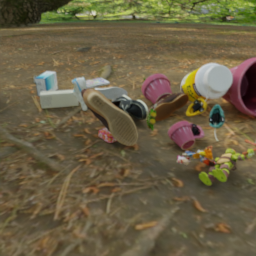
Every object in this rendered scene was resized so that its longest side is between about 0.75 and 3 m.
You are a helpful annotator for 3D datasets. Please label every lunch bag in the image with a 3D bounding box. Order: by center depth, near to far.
[{"bbox_3d":[-0.708,0.266,11.176,0.722,0.336,0.820,-18,33,-38],"label":"lunch bag"}]

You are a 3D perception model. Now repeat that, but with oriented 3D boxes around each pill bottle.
[{"bbox_3d":[3.653,-2.067,13.170,1.603,1.603,2.934,-4,0,-8],"label":"pill bottle"}]

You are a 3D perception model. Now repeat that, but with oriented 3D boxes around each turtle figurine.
[{"bbox_3d":[2.978,1.148,8.956,2.179,0.702,1.757,-11,19,47],"label":"turtle figurine"}]

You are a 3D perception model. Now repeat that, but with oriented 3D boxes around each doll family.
[{"bbox_3d":[2.222,0.896,9.009,1.331,0.600,0.826,5,3,-7],"label":"doll family"}]

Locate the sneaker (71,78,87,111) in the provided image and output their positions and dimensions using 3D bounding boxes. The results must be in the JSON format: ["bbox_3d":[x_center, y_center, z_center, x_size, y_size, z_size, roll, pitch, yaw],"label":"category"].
[{"bbox_3d":[-2.268,-1.573,13.317,0.647,1.603,0.613,-13,21,-15],"label":"sneaker"}]

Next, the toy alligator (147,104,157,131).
[{"bbox_3d":[0.926,-0.454,11.245,0.316,0.435,1.313,12,54,-4],"label":"toy alligator"}]

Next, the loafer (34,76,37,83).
[{"bbox_3d":[-5.775,-3.037,17.567,0.336,0.335,0.961,-12,30,-22],"label":"loafer"}]

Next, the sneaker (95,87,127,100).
[{"bbox_3d":[-1.068,-1.822,14.692,1.916,0.706,1.107,1,10,-16],"label":"sneaker"}]

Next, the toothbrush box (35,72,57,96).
[{"bbox_3d":[-4.557,-2.476,15.709,0.603,1.036,1.415,6,28,11],"label":"toothbrush box"}]

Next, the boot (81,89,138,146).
[{"bbox_3d":[-0.776,-0.527,11.048,0.959,2.651,2.205,-43,19,-4],"label":"boot"}]

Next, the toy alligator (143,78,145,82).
[{"bbox_3d":[1.026,-2.298,15.072,0.203,0.847,0.281,-27,14,-34],"label":"toy alligator"}]

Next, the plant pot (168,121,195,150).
[{"bbox_3d":[2.060,0.328,10.466,0.902,0.902,0.808,-11,52,-21],"label":"plant pot"}]

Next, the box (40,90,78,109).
[{"bbox_3d":[-3.447,-1.472,14.088,1.829,0.752,0.625,-4,25,-11],"label":"box"}]

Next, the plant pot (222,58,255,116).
[{"bbox_3d":[5.691,-1.989,13.411,2.675,2.675,2.395,-7,13,-14],"label":"plant pot"}]

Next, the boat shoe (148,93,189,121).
[{"bbox_3d":[1.765,-1.010,13.004,2.246,0.791,0.790,-26,31,-26],"label":"boat shoe"}]

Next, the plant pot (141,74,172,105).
[{"bbox_3d":[1.564,-1.740,14.003,1.483,1.483,1.327,-9,46,-16],"label":"plant pot"}]

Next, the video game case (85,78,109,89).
[{"bbox_3d":[-2.096,-2.766,17.255,1.568,0.141,1.123,-17,31,-30],"label":"video game case"}]

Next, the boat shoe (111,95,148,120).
[{"bbox_3d":[0.032,-0.831,12.663,0.875,0.929,2.588,-17,24,-27],"label":"boat shoe"}]

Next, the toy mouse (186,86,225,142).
[{"bbox_3d":[2.989,-0.156,10.811,0.445,2.300,2.044,26,25,-45],"label":"toy mouse"}]
